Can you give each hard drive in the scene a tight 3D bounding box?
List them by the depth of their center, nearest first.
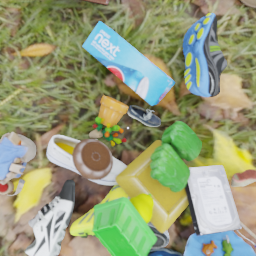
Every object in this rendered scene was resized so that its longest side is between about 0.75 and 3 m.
[{"bbox_3d":[2.103,1.811,7.161,1.158,0.313,1.657,-2,64,-14],"label":"hard drive"}]

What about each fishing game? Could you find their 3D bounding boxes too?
[{"bbox_3d":[2.337,3.243,6.795,2.757,0.428,1.974,-28,58,-32],"label":"fishing game"}]

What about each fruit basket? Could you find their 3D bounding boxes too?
[{"bbox_3d":[0.013,2.053,6.229,1.069,1.482,1.482,-24,81,26],"label":"fruit basket"}]

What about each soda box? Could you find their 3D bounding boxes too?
[{"bbox_3d":[0.034,-1.791,7.926,2.608,0.837,0.885,41,105,7],"label":"soda box"}]

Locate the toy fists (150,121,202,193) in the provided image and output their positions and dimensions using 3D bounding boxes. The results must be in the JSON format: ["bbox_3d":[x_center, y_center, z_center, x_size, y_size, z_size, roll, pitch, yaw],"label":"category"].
[{"bbox_3d":[1.173,0.642,7.200,1.017,0.686,1.996,48,51,-16],"label":"toy fists"}]

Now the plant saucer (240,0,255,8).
[{"bbox_3d":[3.986,-4.333,8.753,1.329,0.196,1.329,0,82,1],"label":"plant saucer"}]

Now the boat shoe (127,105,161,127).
[{"bbox_3d":[0.494,-0.366,8.067,1.040,0.321,0.389,28,62,-1],"label":"boat shoe"}]

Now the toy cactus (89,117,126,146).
[{"bbox_3d":[-0.667,0.166,7.856,0.957,1.160,0.593,-15,55,32],"label":"toy cactus"}]

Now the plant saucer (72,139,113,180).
[{"bbox_3d":[-0.801,0.712,6.713,1.064,0.195,1.064,16,57,-26],"label":"plant saucer"}]

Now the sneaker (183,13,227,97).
[{"bbox_3d":[2.254,-2.087,8.128,1.110,0.950,2.679,19,67,-33],"label":"sneaker"}]

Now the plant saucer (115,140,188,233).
[{"bbox_3d":[0.933,1.423,7.432,1.877,0.455,1.877,-38,82,-30],"label":"plant saucer"}]

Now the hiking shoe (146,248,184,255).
[{"bbox_3d":[1.401,3.734,7.073,2.715,1.177,1.010,8,79,0],"label":"hiking shoe"}]

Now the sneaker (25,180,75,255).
[{"bbox_3d":[-2.036,2.347,7.336,0.963,0.806,2.176,20,76,-15],"label":"sneaker"}]

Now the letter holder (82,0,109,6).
[{"bbox_3d":[-1.625,-4.649,7.649,2.523,1.269,1.794,10,124,-7],"label":"letter holder"}]

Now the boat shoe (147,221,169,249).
[{"bbox_3d":[0.188,2.753,7.030,2.099,0.744,0.756,21,102,-21],"label":"boat shoe"}]

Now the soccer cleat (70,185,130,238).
[{"bbox_3d":[-0.412,2.150,7.617,2.535,0.820,1.060,-24,62,-2],"label":"soccer cleat"}]

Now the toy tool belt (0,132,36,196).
[{"bbox_3d":[-3.245,0.976,7.541,1.088,1.071,1.743,19,82,3],"label":"toy tool belt"}]

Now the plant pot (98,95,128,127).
[{"bbox_3d":[-0.490,-0.431,7.952,0.793,0.793,0.726,25,98,3],"label":"plant pot"}]

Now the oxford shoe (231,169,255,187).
[{"bbox_3d":[3.226,1.384,7.632,0.971,0.358,0.344,-5,40,-14],"label":"oxford shoe"}]

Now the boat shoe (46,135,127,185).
[{"bbox_3d":[-0.974,0.731,7.430,2.342,0.999,0.865,23,48,-3],"label":"boat shoe"}]
